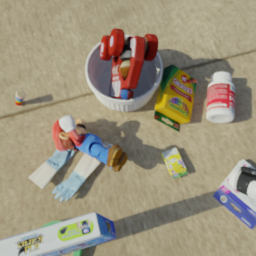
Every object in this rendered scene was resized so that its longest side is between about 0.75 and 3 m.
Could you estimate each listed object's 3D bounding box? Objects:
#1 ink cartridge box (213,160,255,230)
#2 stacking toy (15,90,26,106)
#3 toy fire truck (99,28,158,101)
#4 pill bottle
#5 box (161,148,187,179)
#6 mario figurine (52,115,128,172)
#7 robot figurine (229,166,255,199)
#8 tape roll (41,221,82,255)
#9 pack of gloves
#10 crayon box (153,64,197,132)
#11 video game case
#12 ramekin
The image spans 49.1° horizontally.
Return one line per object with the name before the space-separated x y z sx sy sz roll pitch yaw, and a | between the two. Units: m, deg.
ink cartridge box | 4.305 2.367 10.071 1.771 0.391 1.804 40 73 13
stacking toy | -4.317 -1.127 11.122 0.367 0.859 0.367 13 59 -23
toy fire truck | -0.076 -2.136 9.966 1.543 2.751 2.310 2 96 -20
pill bottle | 3.642 -1.201 11.017 1.041 1.041 1.854 7 71 3
box | 1.735 1.333 10.467 0.622 0.256 1.060 -21 66 -3
mario figurine | -1.379 0.308 9.957 2.982 1.840 1.580 24 41 22
robot figurine | 4.114 1.840 9.364 1.422 0.887 1.069 20 100 45
tape roll | -2.388 4.013 9.453 1.668 0.401 1.668 0 69 0
pack of gloves | -2.326 1.629 10.429 1.715 0.403 2.041 33 66 16
crayon box | 1.855 -1.129 10.886 1.434 0.574 2.259 25 68 -30
video game case | -1.770 3.200 8.007 2.513 2.773 0.630 -16 66 0
ramekin | -0.169 -2.005 11.054 2.898 1.521 2.898 0 70 0
